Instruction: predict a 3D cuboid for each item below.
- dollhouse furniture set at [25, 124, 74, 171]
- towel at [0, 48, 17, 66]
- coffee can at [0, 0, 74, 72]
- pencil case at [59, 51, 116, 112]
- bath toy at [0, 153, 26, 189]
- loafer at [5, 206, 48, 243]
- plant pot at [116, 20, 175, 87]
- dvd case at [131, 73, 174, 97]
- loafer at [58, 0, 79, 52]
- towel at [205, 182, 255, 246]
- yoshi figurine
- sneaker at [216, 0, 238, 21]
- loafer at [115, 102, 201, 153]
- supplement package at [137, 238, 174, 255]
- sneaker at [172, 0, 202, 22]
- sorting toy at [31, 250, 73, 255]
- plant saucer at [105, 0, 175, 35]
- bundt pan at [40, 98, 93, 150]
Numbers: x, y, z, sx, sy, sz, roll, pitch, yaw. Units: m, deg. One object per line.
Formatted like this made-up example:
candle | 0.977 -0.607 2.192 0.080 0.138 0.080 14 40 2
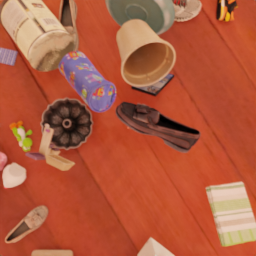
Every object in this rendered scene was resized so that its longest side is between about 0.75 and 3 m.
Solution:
dollhouse furniture set | -2.090 0.569 8.689 1.534 1.216 1.089 19 95 28
towel | -4.668 -2.708 10.646 0.809 0.096 0.586 12 82 0
coffee can | -3.109 -3.267 9.502 1.642 1.642 2.243 -37 71 -3
pencil case | -1.175 -1.388 8.116 1.000 0.899 2.304 -9 40 -33
bath toy | -4.800 1.111 9.801 2.758 1.199 1.019 39 118 0
loafer | -3.539 3.423 9.792 1.694 0.533 0.609 -41 86 -4
plant pot | 0.395 -2.515 8.983 1.764 1.764 1.615 -20 55 -2
dvd case | 0.891 -1.626 9.911 0.991 0.122 1.389 22 48 26
loafer | -2.308 -3.790 10.414 0.836 0.731 2.327 -1 84 0
towel | 2.913 2.336 7.742 1.198 0.247 1.606 -5 65 -11
yoshi figurine | -3.780 0.297 10.091 0.623 0.621 1.109 -27 88 -9
sneaker | 3.821 -4.832 10.654 0.726 0.564 1.613 9 88 -7
loafer | 0.996 -0.195 8.892 2.827 0.890 1.016 27 45 -11
supplement package | 1.200 5.185 8.979 2.352 1.785 1.772 37 85 3
sneaker | 1.577 -4.601 10.389 2.317 0.952 0.902 6 85 0
sorting toy | -2.651 5.053 9.729 2.740 0.373 1.543 1 80 0
plant saucer | 0.329 -3.951 9.484 2.529 2.529 0.347 20 71 2
bundt pan | -2.140 -0.124 10.072 1.848 0.694 1.848 0 85 -1
